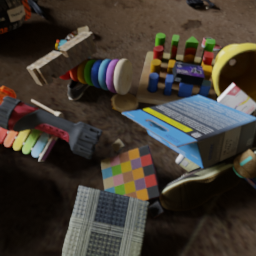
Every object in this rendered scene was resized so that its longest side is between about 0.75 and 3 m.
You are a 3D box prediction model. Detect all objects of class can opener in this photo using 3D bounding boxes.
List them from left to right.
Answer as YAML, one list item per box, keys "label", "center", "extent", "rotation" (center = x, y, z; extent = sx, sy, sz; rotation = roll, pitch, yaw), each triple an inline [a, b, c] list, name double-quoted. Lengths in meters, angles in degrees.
- label: "can opener"
  center: [-4.255, -5.580, 13.096]
  extent: [1.704, 0.670, 0.540]
  rotation: [45, 24, 27]

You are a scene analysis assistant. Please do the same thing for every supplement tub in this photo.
- label: "supplement tub"
  center: [-5.639, -4.717, 11.486]
  extent: [2.865, 1.755, 1.755]
  rotation: [-32, 57, -23]
- label: "supplement tub"
  center: [1.753, 0.925, 7.530]
  extent: [0.791, 0.574, 0.574]
  rotation: [35, 58, 8]

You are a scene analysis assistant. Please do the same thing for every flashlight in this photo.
- label: "flashlight"
  center: [-2.126, 0.053, 7.482]
  extent: [2.686, 0.909, 0.913]
  rotation: [24, 51, -2]

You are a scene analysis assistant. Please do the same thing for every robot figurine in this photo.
- label: "robot figurine"
  center: [-3.864, -0.835, 8.777]
  extent: [0.631, 1.083, 0.779]
  rotation: [-9, 64, -34]

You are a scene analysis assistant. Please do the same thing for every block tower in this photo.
- label: "block tower"
  center: [-1.986, -2.193, 8.822]
  extent: [2.266, 0.655, 0.612]
  rotation: [-43, 42, -22]

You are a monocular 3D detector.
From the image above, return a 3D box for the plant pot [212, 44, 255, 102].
- label: "plant pot"
  center: [3.594, -1.860, 9.059]
  extent: [1.915, 1.915, 1.802]
  rotation: [2, 31, 2]

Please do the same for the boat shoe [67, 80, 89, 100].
- label: "boat shoe"
  center: [-1.604, -1.687, 9.798]
  extent: [0.578, 0.492, 1.728]
  rotation: [14, 52, 13]

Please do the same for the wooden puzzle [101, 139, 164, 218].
- label: "wooden puzzle"
  center: [0.028, 1.289, 7.109]
  extent: [1.392, 0.165, 2.348]
  rotation: [-20, 57, 15]

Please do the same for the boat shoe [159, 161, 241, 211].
- label: "boat shoe"
  center: [1.761, 1.427, 7.086]
  extent: [2.203, 0.806, 0.714]
  rotation: [-15, 17, -11]

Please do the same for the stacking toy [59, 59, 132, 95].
- label: "stacking toy"
  center: [-1.237, -1.789, 9.245]
  extent: [2.630, 1.123, 1.123]
  rotation: [9, 51, 19]

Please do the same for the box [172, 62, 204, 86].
- label: "box"
  center: [1.888, -1.708, 8.828]
  extent: [0.903, 0.356, 0.637]
  rotation: [8, 45, -5]

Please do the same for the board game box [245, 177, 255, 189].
- label: "board game box"
  center: [3.579, 1.279, 7.518]
  extent: [0.797, 0.179, 0.606]
  rotation: [-26, 48, -18]

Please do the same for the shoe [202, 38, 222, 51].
- label: "shoe"
  center: [3.395, -3.376, 11.277]
  extent: [0.811, 0.369, 0.290]
  rotation: [18, 53, 15]

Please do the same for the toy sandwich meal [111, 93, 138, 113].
- label: "toy sandwich meal"
  center: [-0.130, -0.783, 9.197]
  extent: [0.947, 0.324, 0.947]
  rotation: [2, 53, -3]

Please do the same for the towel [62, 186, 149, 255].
- label: "towel"
  center: [-0.506, 2.357, 6.256]
  extent: [1.729, 0.310, 1.795]
  rotation: [11, 74, 4]

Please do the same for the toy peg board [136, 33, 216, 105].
- label: "toy peg board"
  center: [1.782, -2.053, 9.599]
  extent: [2.608, 1.276, 2.597]
  rotation: [9, 51, 7]

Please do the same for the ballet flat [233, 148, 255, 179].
- label: "ballet flat"
  center: [3.499, 0.620, 6.851]
  extent: [2.294, 0.830, 0.778]
  rotation: [-8, 50, -32]

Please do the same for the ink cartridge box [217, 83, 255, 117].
- label: "ink cartridge box"
  center: [3.330, -0.670, 8.293]
  extent: [1.181, 0.688, 0.399]
  rotation: [39, 23, -2]

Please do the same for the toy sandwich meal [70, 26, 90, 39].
- label: "toy sandwich meal"
  center: [-2.040, -3.976, 11.807]
  extent: [0.914, 0.313, 0.914]
  rotation: [0, 50, 0]

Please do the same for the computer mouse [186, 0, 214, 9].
- label: "computer mouse"
  center: [3.445, -5.864, 13.411]
  extent: [1.329, 0.306, 0.933]
  rotation: [-16, 55, -21]

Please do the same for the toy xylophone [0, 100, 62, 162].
- label: "toy xylophone"
  center: [-2.825, -0.009, 8.034]
  extent: [2.151, 0.540, 1.575]
  rotation: [21, 86, 21]

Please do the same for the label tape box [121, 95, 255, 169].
- label: "label tape box"
  center: [1.554, 0.076, 7.270]
  extent: [2.884, 0.913, 2.080]
  rotation: [-15, 31, -31]

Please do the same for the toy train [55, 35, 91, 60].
- label: "toy train"
  center: [-2.157, -3.001, 10.969]
  extent: [1.140, 0.422, 1.518]
  rotation: [-29, 59, -24]
